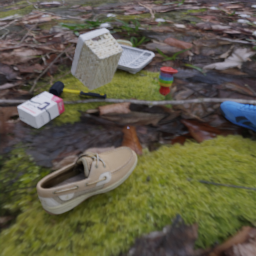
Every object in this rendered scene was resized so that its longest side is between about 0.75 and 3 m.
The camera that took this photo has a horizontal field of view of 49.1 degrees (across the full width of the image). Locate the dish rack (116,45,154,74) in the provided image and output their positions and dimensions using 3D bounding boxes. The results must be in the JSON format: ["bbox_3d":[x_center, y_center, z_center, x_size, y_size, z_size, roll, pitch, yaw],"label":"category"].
[{"bbox_3d":[-0.082,-3.394,13.920,2.331,0.508,2.001,22,45,22],"label":"dish rack"}]

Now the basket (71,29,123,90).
[{"bbox_3d":[-1.131,-2.411,10.114,1.249,1.843,1.137,-31,72,-34],"label":"basket"}]

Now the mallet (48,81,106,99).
[{"bbox_3d":[-2.076,-1.541,11.758,2.376,0.489,0.782,5,34,-2],"label":"mallet"}]

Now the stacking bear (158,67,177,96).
[{"bbox_3d":[1.433,-1.737,10.698,0.581,1.022,0.621,-6,29,-25],"label":"stacking bear"}]

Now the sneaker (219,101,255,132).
[{"bbox_3d":[4.541,-0.450,9.770,0.955,1.135,2.896,-26,44,-26],"label":"sneaker"}]

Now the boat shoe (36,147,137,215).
[{"bbox_3d":[-0.941,1.160,7.288,2.856,0.921,1.018,-29,44,-28],"label":"boat shoe"}]

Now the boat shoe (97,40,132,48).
[{"bbox_3d":[-0.757,-4.264,15.071,1.954,0.700,0.744,-1,65,-2],"label":"boat shoe"}]

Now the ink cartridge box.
[{"bbox_3d":[-3.246,-0.688,10.484,0.990,0.576,1.367,24,44,27],"label":"ink cartridge box"}]
